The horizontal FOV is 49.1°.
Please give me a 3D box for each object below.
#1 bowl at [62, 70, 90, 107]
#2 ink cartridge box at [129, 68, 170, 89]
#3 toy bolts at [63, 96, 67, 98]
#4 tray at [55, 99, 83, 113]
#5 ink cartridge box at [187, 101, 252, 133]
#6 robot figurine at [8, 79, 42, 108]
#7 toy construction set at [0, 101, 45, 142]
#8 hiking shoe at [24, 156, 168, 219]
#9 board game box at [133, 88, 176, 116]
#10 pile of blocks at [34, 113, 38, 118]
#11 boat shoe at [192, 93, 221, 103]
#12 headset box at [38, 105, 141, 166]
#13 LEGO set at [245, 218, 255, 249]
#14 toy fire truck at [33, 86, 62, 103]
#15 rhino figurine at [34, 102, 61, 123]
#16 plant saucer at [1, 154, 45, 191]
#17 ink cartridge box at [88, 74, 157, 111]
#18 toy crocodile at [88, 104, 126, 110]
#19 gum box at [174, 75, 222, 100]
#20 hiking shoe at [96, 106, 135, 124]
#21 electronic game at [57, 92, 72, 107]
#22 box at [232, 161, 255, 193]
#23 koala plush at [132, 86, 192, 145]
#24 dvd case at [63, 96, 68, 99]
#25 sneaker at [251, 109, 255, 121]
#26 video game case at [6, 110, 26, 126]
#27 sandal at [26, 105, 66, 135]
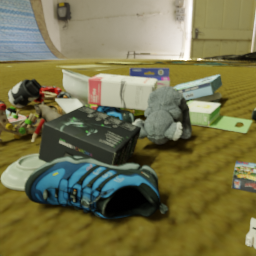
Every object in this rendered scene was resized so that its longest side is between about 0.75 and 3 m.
[{"bbox_3d":[-2.032,-1.800,13.777,2.811,1.263,2.811,20,10,-4],"label":"bowl"},{"bbox_3d":[1.001,-1.857,13.430,1.928,1.964,0.425,0,19,2],"label":"ink cartridge box"},{"bbox_3d":[-3.018,-1.689,15.565,0.939,0.682,0.983,-38,0,41],"label":"toy bolts"},{"bbox_3d":[-2.167,-0.647,11.554,1.054,0.218,1.963,-4,35,-40],"label":"tray"},{"bbox_3d":[3.548,-0.518,11.500,2.724,0.653,1.982,8,19,28],"label":"ink cartridge box"},{"bbox_3d":[-5.088,-1.715,13.753,1.715,1.070,1.289,-27,-9,23],"label":"robot figurine"},{"bbox_3d":[-3.776,0.055,9.261,1.797,1.381,1.498,20,-9,23],"label":"toy construction set"},{"bbox_3d":[-0.680,1.181,5.452,2.734,1.017,1.185,-1,17,-5],"label":"hiking shoe"},{"bbox_3d":[1.187,-1.150,12.426,1.965,0.998,0.468,-6,-1,-7],"label":"board game box"},{"bbox_3d":[-3.683,-0.455,11.613,0.309,0.408,0.994,22,20,-4],"label":"pile of blocks"},{"bbox_3d":[4.200,-1.496,14.992,1.538,0.475,0.560,-11,54,2],"label":"boat shoe"},{"bbox_3d":[-0.938,0.388,7.263,1.900,1.012,2.183,21,22,12],"label":"headset box"},{"bbox_3d":[2.726,1.763,3.910,2.268,0.865,0.931,14,27,42],"label":"LEGO set"},{"bbox_3d":[-4.504,-1.887,15.668,2.137,0.521,1.507,-7,26,-44],"label":"toy fire truck"},{"bbox_3d":[-2.839,-0.422,10.073,1.646,0.720,0.492,36,45,21],"label":"rhino figurine"},{"bbox_3d":[-2.327,1.003,7.038,1.641,0.412,1.641,0,18,0],"label":"plant saucer"},{"bbox_3d":[-0.154,-1.443,11.005,2.446,1.037,1.781,5,18,10],"label":"ink cartridge box"},{"bbox_3d":[-1.088,-0.879,12.436,2.156,0.728,0.666,-8,24,-16],"label":"toy crocodile"},{"bbox_3d":[3.508,-2.070,15.053,2.530,0.663,2.978,-11,10,29],"label":"gum box"},{"bbox_3d":[-0.738,-0.477,10.967,0.973,0.835,2.244,-16,22,-37],"label":"hiking shoe"},{"bbox_3d":[-3.011,-1.269,13.332,0.898,0.898,0.187,10,18,28],"label":"electronic game"},{"bbox_3d":[3.271,1.216,6.567,1.498,0.282,1.023,8,19,23],"label":"box"},{"bbox_3d":[1.058,-0.202,9.015,1.782,1.847,2.010,7,31,21],"label":"koala plush"},{"bbox_3d":[-2.949,-1.998,16.797,1.803,0.198,1.316,-7,19,-24],"label":"dvd case"},{"bbox_3d":[6.032,-0.457,11.123,2.037,0.771,0.892,0,23,0],"label":"sneaker"},{"bbox_3d":[-5.542,-0.368,11.640,2.484,0.217,1.776,15,23,40],"label":"video game case"},{"bbox_3d":[-3.113,-0.484,11.072,1.153,0.775,2.870,4,18,13],"label":"sandal"}]
